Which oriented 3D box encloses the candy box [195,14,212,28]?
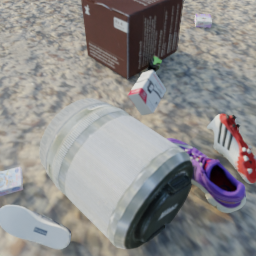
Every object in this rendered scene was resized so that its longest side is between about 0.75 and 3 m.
[{"bbox_3d":[3.563,-5.100,13.321,0.708,0.302,0.844,5,46,5],"label":"candy box"}]

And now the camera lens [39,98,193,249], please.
[{"bbox_3d":[-0.237,0.905,6.124,2.879,2.303,2.303,35,55,29],"label":"camera lens"}]

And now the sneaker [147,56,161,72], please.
[{"bbox_3d":[0.882,-2.246,10.139,0.448,1.168,0.489,41,89,4],"label":"sneaker"}]

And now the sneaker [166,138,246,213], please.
[{"bbox_3d":[1.774,0.902,6.736,0.984,1.018,2.440,-41,57,-22],"label":"sneaker"}]

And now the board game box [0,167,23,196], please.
[{"bbox_3d":[-3.029,1.342,6.925,0.785,0.162,0.787,-14,32,-13],"label":"board game box"}]

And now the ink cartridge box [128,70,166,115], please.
[{"bbox_3d":[0.585,-1.059,8.365,0.463,0.807,1.111,-9,39,44],"label":"ink cartridge box"}]

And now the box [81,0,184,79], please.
[{"bbox_3d":[0.193,-3.890,10.670,2.928,2.405,2.429,-35,55,-29],"label":"box"}]

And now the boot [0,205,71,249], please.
[{"bbox_3d":[-1.938,2.092,5.901,1.553,0.701,0.565,27,73,0],"label":"boot"}]

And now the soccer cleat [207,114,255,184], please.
[{"bbox_3d":[2.807,0.582,7.596,0.705,0.875,2.053,2,60,-37],"label":"soccer cleat"}]
